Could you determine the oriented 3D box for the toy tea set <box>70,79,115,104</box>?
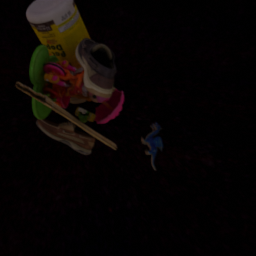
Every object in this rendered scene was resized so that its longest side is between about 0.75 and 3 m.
[{"bbox_3d":[-1.067,-1.289,8.187,1.240,2.085,0.772,-10,87,-22],"label":"toy tea set"}]

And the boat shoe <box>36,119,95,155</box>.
[{"bbox_3d":[-1.786,0.118,8.209,1.798,0.681,0.645,30,94,-13],"label":"boat shoe"}]

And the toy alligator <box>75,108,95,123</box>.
[{"bbox_3d":[-0.990,-0.260,6.165,0.385,1.162,0.279,23,90,2],"label":"toy alligator"}]

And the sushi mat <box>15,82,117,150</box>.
[{"bbox_3d":[-1.395,-0.216,6.914,1.347,2.816,0.170,27,82,36],"label":"sushi mat"}]

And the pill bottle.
[{"bbox_3d":[-1.785,-2.515,8.175,1.329,2.433,1.329,-10,49,12],"label":"pill bottle"}]

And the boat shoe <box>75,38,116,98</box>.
[{"bbox_3d":[-0.694,-1.597,6.564,0.839,0.756,2.333,18,33,-27],"label":"boat shoe"}]

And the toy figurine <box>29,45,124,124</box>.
[{"bbox_3d":[-1.160,-0.954,7.237,2.148,2.334,1.752,14,64,3],"label":"toy figurine"}]

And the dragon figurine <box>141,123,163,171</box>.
[{"bbox_3d":[0.821,0.512,8.398,0.700,0.414,1.407,-17,70,-6],"label":"dragon figurine"}]
